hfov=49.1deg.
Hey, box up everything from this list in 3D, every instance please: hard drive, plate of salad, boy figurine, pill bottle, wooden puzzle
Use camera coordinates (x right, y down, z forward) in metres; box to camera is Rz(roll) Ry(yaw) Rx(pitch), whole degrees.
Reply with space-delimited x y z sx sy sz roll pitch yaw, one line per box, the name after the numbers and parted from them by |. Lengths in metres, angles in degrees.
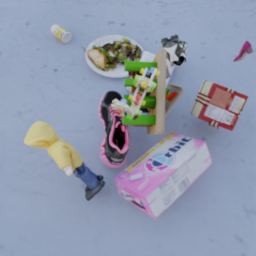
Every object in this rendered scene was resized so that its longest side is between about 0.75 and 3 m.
0.972 -2.124 11.499 1.435 0.276 2.175 22 59 3 | hard drive
-0.536 -3.223 12.072 2.596 0.624 2.596 2 57 -3 | plate of salad
-1.850 0.941 8.218 0.872 1.684 2.708 -46 105 -1 | boy figurine
-3.115 -4.364 12.956 0.546 0.546 0.955 -40 64 -23 | pill bottle
1.300 -0.947 10.018 0.323 1.291 1.394 30 96 -19 | wooden puzzle

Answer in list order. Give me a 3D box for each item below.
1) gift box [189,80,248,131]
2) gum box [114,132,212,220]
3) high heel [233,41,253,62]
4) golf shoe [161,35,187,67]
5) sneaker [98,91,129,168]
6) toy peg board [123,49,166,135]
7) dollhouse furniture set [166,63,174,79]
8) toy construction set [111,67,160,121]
3.129 -0.708 9.681 1.600 1.494 1.477 25 102 -4 | gift box
1.023 1.350 8.450 2.697 0.892 1.530 -37 29 -22 | gum box
3.373 -2.258 8.342 0.258 0.765 0.368 -18 82 -29 | high heel
1.864 -2.874 10.986 0.885 2.276 1.075 -14 91 26 | golf shoe
-0.366 -0.148 9.354 1.112 1.342 2.814 1 65 -15 | sneaker
0.404 -1.001 8.932 1.172 2.387 2.397 2 88 -3 | toy peg board
1.356 -1.807 10.495 1.029 0.878 0.502 -22 55 7 | dollhouse furniture set
0.203 -0.753 6.886 0.692 0.986 1.503 38 65 4 | toy construction set
